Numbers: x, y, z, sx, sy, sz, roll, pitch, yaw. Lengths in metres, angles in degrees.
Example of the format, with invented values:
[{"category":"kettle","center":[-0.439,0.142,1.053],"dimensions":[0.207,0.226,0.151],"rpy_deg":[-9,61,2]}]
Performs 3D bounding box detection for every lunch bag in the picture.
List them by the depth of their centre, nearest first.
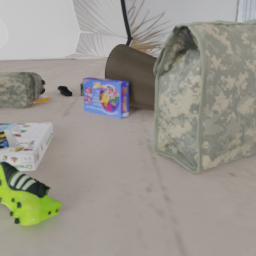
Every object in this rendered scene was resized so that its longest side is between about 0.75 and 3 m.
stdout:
[{"category":"lunch bag","center":[1.926,-0.841,6.216],"dimensions":[2.453,2.991,1.758],"rpy_deg":[-11,21,-29]},{"category":"lunch bag","center":[-4.612,-1.671,11.498],"dimensions":[1.968,1.371,1.651],"rpy_deg":[-1,23,9]}]

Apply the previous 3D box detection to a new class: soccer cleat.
[{"category":"soccer cleat","center":[-1.698,1.015,4.528],"dimensions":[0.688,0.573,1.699],"rpy_deg":[2,16,-42]}]

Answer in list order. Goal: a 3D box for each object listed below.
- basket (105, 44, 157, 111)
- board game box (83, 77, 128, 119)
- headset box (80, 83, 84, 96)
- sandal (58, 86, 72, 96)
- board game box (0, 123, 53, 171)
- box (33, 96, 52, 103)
[{"category":"basket","center":[0.836,-1.639,10.367],"dimensions":[2.829,2.551,1.924],"rpy_deg":[22,53,33]},{"category":"board game box","center":[-0.827,-1.105,10.023],"dimensions":[1.835,1.234,0.411],"rpy_deg":[14,22,37]},{"category":"headset box","center":[-1.640,-1.938,13.773],"dimensions":[1.296,0.601,1.128],"rpy_deg":[3,18,10]},{"category":"sandal","center":[-3.149,-1.769,13.855],"dimensions":[0.487,0.310,1.296],"rpy_deg":[-9,32,-29]},{"category":"board game box","center":[-2.710,0.372,6.660],"dimensions":[1.471,0.403,2.331],"rpy_deg":[-1,17,-5]},{"category":"box","center":[-3.835,-1.271,12.334],"dimensions":[0.548,0.191,0.920],"rpy_deg":[15,25,40]}]
